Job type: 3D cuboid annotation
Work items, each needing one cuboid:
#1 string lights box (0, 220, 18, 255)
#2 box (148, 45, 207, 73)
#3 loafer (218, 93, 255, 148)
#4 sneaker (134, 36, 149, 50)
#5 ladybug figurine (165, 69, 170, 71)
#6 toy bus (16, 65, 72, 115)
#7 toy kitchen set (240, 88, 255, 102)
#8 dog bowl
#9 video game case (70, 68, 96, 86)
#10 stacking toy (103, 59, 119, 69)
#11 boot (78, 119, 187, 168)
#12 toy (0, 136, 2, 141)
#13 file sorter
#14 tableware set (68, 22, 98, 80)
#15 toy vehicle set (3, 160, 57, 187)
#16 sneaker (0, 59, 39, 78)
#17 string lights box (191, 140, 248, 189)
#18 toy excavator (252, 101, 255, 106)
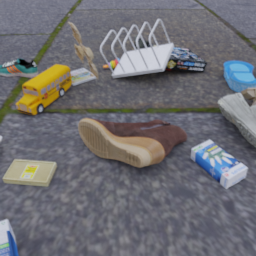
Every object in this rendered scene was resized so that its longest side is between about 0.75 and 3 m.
[{"bbox_3d":[-2.541,2.926,5.007,1.201,0.689,2.337,-16,39,-21],"label":"string lights box"},{"bbox_3d":[2.281,-3.307,13.286,2.323,0.534,1.846,-1,34,-23],"label":"box"},{"bbox_3d":[3.871,-0.311,8.873,0.985,0.987,2.823,-31,37,8],"label":"loafer"},{"bbox_3d":[0.773,-4.637,15.497,0.879,0.587,1.535,-3,39,-7],"label":"sneaker"},{"bbox_3d":[1.837,-2.979,13.399,0.554,0.294,0.816,-8,37,-32],"label":"ladybug figurine"},{"bbox_3d":[-3.207,-1.499,10.814,0.824,0.991,2.531,15,39,20],"label":"toy bus"},{"bbox_3d":[4.939,-0.716,10.107,1.350,1.493,1.655,-3,-3,-3],"label":"toy kitchen set"},{"bbox_3d":[4.878,-2.218,12.176,1.267,0.563,2.273,1,37,2],"label":"dog bowl"},{"bbox_3d":[-2.248,-2.318,12.674,1.230,0.141,1.119,-25,43,-31],"label":"video game case"},{"bbox_3d":[-0.790,-2.992,13.405,0.850,0.467,0.494,-15,19,-3],"label":"stacking toy"},{"bbox_3d":[0.129,0.208,8.777,2.844,1.029,2.366,25,32,31],"label":"boot"},{"bbox_3d":[-4.414,0.885,7.910,1.052,0.431,1.827,17,49,-14],"label":"toy"},{"bbox_3d":[0.358,-3.409,12.019,2.521,1.570,1.749,-1,49,32],"label":"file sorter"},{"bbox_3d":[-1.787,-3.013,11.216,0.257,2.216,1.851,-31,70,-11],"label":"tableware set"},{"bbox_3d":[-2.702,1.234,7.755,1.241,0.164,0.771,4,37,6],"label":"toy vehicle set"},{"bbox_3d":[-5.104,-2.814,12.786,1.987,0.794,0.709,3,36,4],"label":"sneaker"},{"bbox_3d":[2.513,0.988,7.868,0.729,0.418,1.419,-23,41,-22],"label":"string lights box"},{"bbox_3d":[4.779,-0.086,8.887,1.117,2.237,2.175,-10,76,-4],"label":"toy excavator"}]
